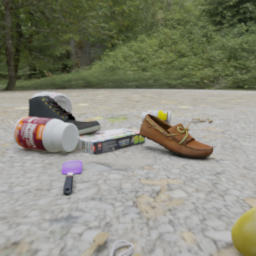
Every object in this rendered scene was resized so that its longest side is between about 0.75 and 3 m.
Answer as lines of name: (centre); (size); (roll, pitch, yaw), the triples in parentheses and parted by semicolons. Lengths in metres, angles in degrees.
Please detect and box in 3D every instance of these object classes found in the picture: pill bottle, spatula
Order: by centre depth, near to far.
spatula: (-1.345, 1.120, 6.477); (0.511, 0.186, 1.807); (-3, 11, -6)
pill bottle: (-2.613, 0.222, 8.947); (1.914, 1.048, 1.048); (5, 12, 26)
pill bottle: (1.350, -0.450, 13.361); (1.351, 0.738, 0.738); (2, 11, 14)
pill bottle: (-4.357, -1.219, 15.460); (1.469, 1.469, 2.591); (-9, 15, -41)

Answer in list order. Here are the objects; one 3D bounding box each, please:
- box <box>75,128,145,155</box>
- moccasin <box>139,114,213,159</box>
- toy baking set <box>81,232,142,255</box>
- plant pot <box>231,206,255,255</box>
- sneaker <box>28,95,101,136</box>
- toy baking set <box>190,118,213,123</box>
box: (-0.616, 0.414, 9.658); (2.258, 0.392, 1.243); (-10, 15, -44)
moccasin: (1.478, 0.205, 8.642); (2.459, 0.949, 0.899); (28, 23, 38)
toy baking set: (-0.188, 1.727, 3.369); (1.099, 0.167, 1.432); (-5, 12, -41)
plant pot: (1.696, 1.421, 3.682); (0.756, 0.756, 0.537); (-9, -18, -40)
sneaker: (-2.432, -0.448, 10.080); (2.948, 1.566, 1.102); (-3, -1, 15)
toy baking set: (3.804, -0.359, 14.546); (1.104, 0.167, 1.438); (1, 10, 20)
